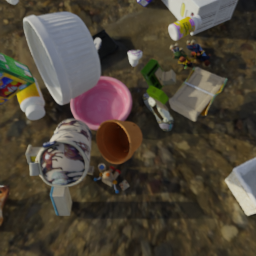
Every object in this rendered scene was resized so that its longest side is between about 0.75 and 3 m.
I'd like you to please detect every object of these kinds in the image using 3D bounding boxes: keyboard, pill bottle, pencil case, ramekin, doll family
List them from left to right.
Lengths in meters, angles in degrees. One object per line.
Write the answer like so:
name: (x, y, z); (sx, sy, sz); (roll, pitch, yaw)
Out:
pill bottle: (-3.808, -1.149, 10.932); (0.917, 0.917, 1.627); (-22, 66, -11)
ramekin: (-1.992, -2.217, 8.718); (1.435, 2.734, 2.734); (-26, 67, -20)
pencil case: (-1.606, 0.520, 7.360); (1.270, 2.839, 1.104); (7, 101, -7)
keyboard: (-1.929, -3.393, 12.369); (2.730, 0.350, 1.639); (-35, 75, -17)
pill bottle: (2.113, -3.733, 10.328); (1.156, 0.603, 0.603); (-30, 68, -8)
doll family: (2.736, -3.084, 11.989); (1.961, 0.769, 1.133); (-19, 61, -12)

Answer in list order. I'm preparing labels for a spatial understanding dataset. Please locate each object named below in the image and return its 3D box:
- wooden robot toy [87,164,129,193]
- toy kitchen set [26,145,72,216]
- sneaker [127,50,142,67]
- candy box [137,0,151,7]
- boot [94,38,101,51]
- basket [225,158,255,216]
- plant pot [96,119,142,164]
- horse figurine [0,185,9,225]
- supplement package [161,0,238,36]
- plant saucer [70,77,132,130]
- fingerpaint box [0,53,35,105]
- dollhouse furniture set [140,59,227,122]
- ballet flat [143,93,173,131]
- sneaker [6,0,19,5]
wooden robot toy: (-0.711, 1.600, 9.679); (1.664, 0.755, 0.733); (26, 67, 12)
toy kitchen set: (-2.750, 1.748, 9.582); (1.698, 1.248, 2.119); (0, 44, 0)
sneaker: (0.201, -1.776, 7.195); (0.306, 0.817, 0.407); (-12, 109, -5)
candy box: (0.909, -6.843, 13.564); (0.552, 1.211, 1.433); (17, 52, -41)
boot: (-1.274, -3.043, 10.877); (0.312, 0.387, 0.857); (24, 71, 11)
basket: (4.344, 1.869, 9.274); (1.544, 1.242, 1.531); (-24, 66, -10)
plant pot: (-0.179, 0.331, 8.210); (1.279, 1.279, 0.895); (47, 35, 20)
horse figurine: (-4.572, 2.840, 9.234); (1.230, 0.463, 1.856); (-4, 64, -2)
supplement package: (3.205, -6.214, 13.001); (2.293, 1.633, 2.944); (-26, 66, -12)
plant saucer: (-1.034, -0.904, 10.991); (2.360, 0.598, 2.360); (0, 63, 1)
fingerpaint box: (-3.657, -1.301, 7.672); (1.435, 1.720, 0.631); (-30, 81, 7)
dollhouse furniture set: (1.656, -1.147, 8.830); (1.446, 1.117, 2.893); (-51, 50, -5)
ballet flat: (1.205, -0.764, 10.894); (0.678, 0.678, 1.886); (-25, 66, -12)
sneaker: (-3.202, -3.878, 7.893); (0.559, 0.343, 0.859); (29, 75, 14)
